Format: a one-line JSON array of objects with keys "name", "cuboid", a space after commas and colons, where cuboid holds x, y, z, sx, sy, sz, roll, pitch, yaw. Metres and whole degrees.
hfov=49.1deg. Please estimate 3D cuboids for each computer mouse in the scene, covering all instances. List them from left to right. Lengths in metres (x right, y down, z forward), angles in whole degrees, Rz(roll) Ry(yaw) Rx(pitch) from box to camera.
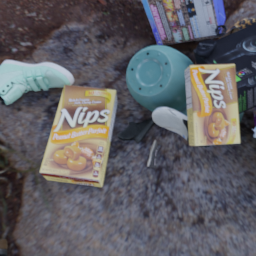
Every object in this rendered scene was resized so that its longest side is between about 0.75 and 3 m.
[{"name": "computer mouse", "cuboid": [2.302, -2.352, 7.652, 0.445, 0.258, 1.518, 20, 56, 35]}]

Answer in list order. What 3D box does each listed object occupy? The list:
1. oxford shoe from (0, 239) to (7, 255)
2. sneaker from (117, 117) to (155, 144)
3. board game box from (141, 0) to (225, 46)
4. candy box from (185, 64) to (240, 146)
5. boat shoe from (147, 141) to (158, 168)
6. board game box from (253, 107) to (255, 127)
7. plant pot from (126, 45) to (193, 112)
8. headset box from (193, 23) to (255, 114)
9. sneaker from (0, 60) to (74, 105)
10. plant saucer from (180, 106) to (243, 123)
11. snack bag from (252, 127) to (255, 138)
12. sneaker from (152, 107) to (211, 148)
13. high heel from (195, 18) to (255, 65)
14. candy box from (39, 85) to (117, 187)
[{"name": "oxford shoe", "cuboid": [-3.693, 3.055, 7.113, 1.241, 0.451, 0.524, -3, 54, -8]}, {"name": "sneaker", "cuboid": [0.302, -0.035, 8.569, 0.675, 0.389, 1.294, 35, 73, 11]}, {"name": "board game box", "cuboid": [1.821, -3.826, 9.077, 2.191, 1.747, 1.061, 2, 49, 31]}, {"name": "candy box", "cuboid": [1.864, -0.498, 6.262, 1.022, 0.490, 1.770, -3, 87, -4]}, {"name": "boat shoe", "cuboid": [0.770, 0.790, 8.263, 0.240, 0.282, 0.842, 19, 70, -5]}, {"name": "board game box", "cuboid": [4.526, 0.451, 7.571, 1.569, 1.541, 2.992, 6, 60, 6]}, {"name": "plant pot", "cuboid": [0.866, -1.440, 8.065, 2.011, 1.614, 2.011, -1, 88, 23]}, {"name": "headset box", "cuboid": [3.215, -1.668, 7.585, 2.408, 1.117, 2.097, -23, 41, 1]}, {"name": "sneaker", "cuboid": [-3.072, -1.248, 8.817, 2.621, 0.965, 1.546, 8, 59, 14]}, {"name": "plant saucer", "cuboid": [2.696, -0.817, 9.009, 2.122, 0.291, 2.122, 0, 64, -1]}, {"name": "snack bag", "cuboid": [4.481, -0.478, 6.216, 2.634, 0.282, 2.483, 22, 95, 7]}, {"name": "sneaker", "cuboid": [1.380, -0.072, 6.944, 1.638, 0.589, 0.594, 29, 30, 16]}, {"name": "high heel", "cuboid": [3.116, -2.579, 8.852, 1.560, 2.188, 0.781, -43, 98, -22]}, {"name": "candy box", "cuboid": [-1.345, 0.177, 8.235, 1.651, 0.791, 2.860, 7, 65, 4]}]
